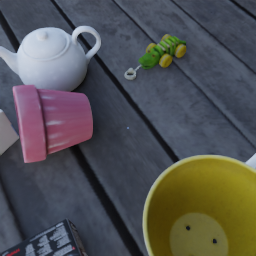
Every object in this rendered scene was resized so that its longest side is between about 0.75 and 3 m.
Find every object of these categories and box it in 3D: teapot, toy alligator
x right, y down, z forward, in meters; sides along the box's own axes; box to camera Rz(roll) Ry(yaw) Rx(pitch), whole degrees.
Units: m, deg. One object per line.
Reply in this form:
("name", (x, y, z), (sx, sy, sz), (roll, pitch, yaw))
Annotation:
("teapot", (-2.511, -2.389, 9.137), (2.456, 1.817, 2.488), (24, 61, 14))
("toy alligator", (1.050, -2.619, 9.936), (2.858, 0.687, 0.947), (-36, 65, -20))

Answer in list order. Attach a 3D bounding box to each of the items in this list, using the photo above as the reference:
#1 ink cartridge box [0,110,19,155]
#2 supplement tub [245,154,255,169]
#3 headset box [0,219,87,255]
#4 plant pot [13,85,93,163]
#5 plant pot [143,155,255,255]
("ink cartridge box", (-4.471, -0.100, 7.967), (1.932, 1.422, 1.397), (32, 64, 19))
("supplement tub", (4.056, 1.581, 6.720), (1.806, 1.806, 2.485), (-32, 63, -18))
("headset box", (-1.593, 3.479, 6.033), (1.727, 0.896, 2.320), (-27, 62, -10))
("plant pot", (-2.068, -0.197, 7.813), (1.874, 2.094, 2.094), (-8, 58, -22))
("plant pot", (1.722, 2.328, 6.115), (2.903, 2.061, 2.903), (0, 59, 0))
